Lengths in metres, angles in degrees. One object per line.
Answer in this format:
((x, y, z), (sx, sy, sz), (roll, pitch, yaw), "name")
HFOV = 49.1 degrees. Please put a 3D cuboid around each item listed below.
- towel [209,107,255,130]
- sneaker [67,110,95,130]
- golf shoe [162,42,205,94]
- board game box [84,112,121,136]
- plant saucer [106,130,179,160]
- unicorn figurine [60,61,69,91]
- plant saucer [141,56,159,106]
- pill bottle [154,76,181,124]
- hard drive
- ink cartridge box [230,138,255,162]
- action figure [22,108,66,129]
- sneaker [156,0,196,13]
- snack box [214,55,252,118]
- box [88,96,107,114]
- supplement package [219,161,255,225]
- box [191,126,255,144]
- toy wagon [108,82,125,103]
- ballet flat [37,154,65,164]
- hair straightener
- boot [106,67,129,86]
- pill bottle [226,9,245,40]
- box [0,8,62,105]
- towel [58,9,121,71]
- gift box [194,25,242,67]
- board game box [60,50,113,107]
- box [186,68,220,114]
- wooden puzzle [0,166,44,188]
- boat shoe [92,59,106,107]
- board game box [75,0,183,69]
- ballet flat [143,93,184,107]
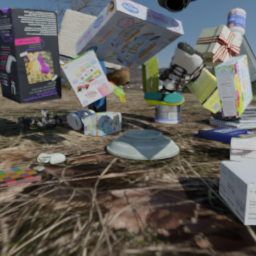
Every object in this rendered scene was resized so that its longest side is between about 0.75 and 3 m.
((5.714, -0.633, 14.414), (2.467, 1.056, 2.043), (-5, 10, -25), "towel")
((-2.103, -0.505, 13.823), (1.533, 0.843, 2.093), (-17, 10, -21), "sneaker")
((1.555, -1.628, 8.260), (0.927, 1.127, 2.384), (35, -4, 12), "golf shoe")
((-1.106, -0.204, 12.449), (0.856, 0.871, 1.662), (5, 10, 29), "board game box")
((0.483, 0.468, 9.400), (2.425, 0.609, 2.425), (-1, 10, 0), "plant saucer")
((-3.007, -2.543, 12.196), (0.697, 1.296, 1.887), (-40, 21, 29), "unicorn figurine")
((0.961, -2.236, 12.800), (0.499, 2.083, 2.080), (-5, 20, -3), "plant saucer")
((2.187, -1.572, 15.406), (1.455, 2.557, 1.455), (0, 10, 0), "pill bottle")
((4.524, -2.914, 12.170), (0.413, 2.511, 1.753), (-12, -14, -47), "hard drive")
((3.515, 0.689, 8.444), (0.833, 0.479, 1.423), (4, 11, 21), "ink cartridge box")
((-4.073, -0.462, 13.616), (2.044, 1.043, 1.215), (-6, 1, -23), "action figure")
((1.392, -2.946, 6.181), (1.489, 0.526, 0.738), (-18, 36, 9), "sneaker")
((2.370, -0.962, 6.205), (0.401, 1.076, 1.513), (-4, 16, 34), "snack box")
((-1.884, -1.516, 17.116), (0.737, 1.868, 1.318), (-5, 11, -27), "box")
((2.394, 1.135, 5.150), (1.016, 0.723, 1.305), (0, 10, 0), "supplement package")
((3.883, 0.270, 11.234), (1.453, 0.389, 2.398), (-8, 11, -38), "box")
((-0.957, -2.128, 13.479), (2.578, 0.510, 2.000), (40, 13, 26), "toy wagon")
((-2.208, 0.901, 7.971), (0.899, 0.312, 0.312), (0, 9, 26), "ballet flat")
((1.897, -2.165, 10.620), (2.778, 1.069, 0.568), (-38, -31, 21), "hair straightener")
((-0.553, -1.848, 10.767), (0.608, 0.623, 1.652), (-22, 13, -37), "boot")
((3.815, -3.580, 9.958), (0.620, 1.106, 0.620), (9, -13, 2), "pill bottle")
((-3.393, -2.426, 9.515), (1.541, 2.905, 1.776), (-13, 22, -40), "box")
((-1.249, -3.073, 9.871), (2.533, 1.679, 0.437), (18, -3, 4), "towel")
((2.902, -2.515, 9.090), (1.098, 1.190, 1.111), (20, -1, -30), "gift box")
((-1.078, -1.291, 7.402), (0.937, 1.224, 0.247), (-27, 27, -4), "board game box")
((2.952, -1.672, 10.956), (0.675, 1.014, 2.695), (28, 22, -24), "box")
((-2.778, 1.175, 6.711), (1.675, 0.118, 0.993), (-9, 13, -41), "wooden puzzle")
((-1.014, -1.342, 8.334), (0.595, 1.414, 0.485), (-1, 20, -31), "boat shoe")
((-0.015, -2.453, 7.697), (2.144, 0.442, 2.149), (5, -19, -37), "board game box")
((1.315, -1.008, 10.318), (1.554, 0.521, 0.519), (8, 57, 23), "ballet flat")
